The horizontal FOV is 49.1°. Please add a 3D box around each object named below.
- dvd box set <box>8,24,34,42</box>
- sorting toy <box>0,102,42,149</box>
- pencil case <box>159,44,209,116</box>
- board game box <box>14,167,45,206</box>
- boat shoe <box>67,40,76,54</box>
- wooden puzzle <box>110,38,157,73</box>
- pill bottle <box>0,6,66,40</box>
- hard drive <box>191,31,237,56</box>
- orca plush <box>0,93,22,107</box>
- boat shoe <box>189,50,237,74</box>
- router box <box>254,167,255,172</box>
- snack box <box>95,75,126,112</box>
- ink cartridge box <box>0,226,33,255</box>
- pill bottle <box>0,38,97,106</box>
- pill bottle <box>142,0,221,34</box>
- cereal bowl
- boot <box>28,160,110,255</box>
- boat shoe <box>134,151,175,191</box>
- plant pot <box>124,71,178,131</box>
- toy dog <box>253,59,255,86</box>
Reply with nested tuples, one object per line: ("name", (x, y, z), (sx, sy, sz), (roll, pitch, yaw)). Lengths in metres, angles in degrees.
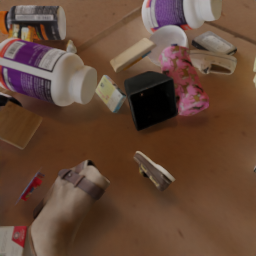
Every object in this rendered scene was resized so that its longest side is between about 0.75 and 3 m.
("dvd box set", (-3.763, -2.904, 9.703), (0.926, 0.186, 1.266), (14, 98, 18))
("sorting toy", (-3.125, -0.031, 7.809), (1.050, 0.368, 1.057), (27, 60, -5))
("pencil case", (1.660, -1.424, 8.411), (0.906, 0.947, 2.189), (-5, 68, -29))
("board game box", (-2.217, 1.396, 6.448), (0.211, 1.083, 0.856), (35, 49, -10))
("boat shoe", (-1.689, -2.377, 8.430), (0.286, 0.824, 0.292), (15, 77, -10))
("wooden puzzle", (0.144, -2.346, 9.095), (1.467, 0.295, 1.586), (-33, 24, 5))
("pill bottle", (-3.542, -3.885, 10.368), (2.269, 1.205, 1.205), (1, 53, 1))
("hard drive", (3.158, -3.018, 10.309), (0.958, 0.259, 1.371), (-31, 58, -21))
("orca plush", (-4.457, -0.814, 8.526), (2.528, 0.899, 1.330), (17, 9, 0))
("boat shoe", (2.677, -2.143, 9.435), (1.786, 0.633, 0.624), (14, 70, 14))
("router box", (4.407, 0.688, 7.345), (1.472, 0.504, 1.973), (29, 58, 20))
("snack box", (-0.551, -1.056, 8.600), (0.201, 0.629, 1.083), (-1, 43, -48))
("ink cartridge box", (-2.578, 2.570, 5.697), (1.184, 0.856, 0.860), (-2, 54, -1))
("pill bottle", (-2.436, -1.612, 8.399), (2.832, 1.593, 1.593), (18, 55, 12))
("pill bottle", (1.877, -4.154, 9.856), (2.514, 1.401, 1.401), (5, 48, 38))
("cereal bowl", (1.396, -2.743, 9.703), (1.453, 0.605, 1.453), (-8, 72, 25))
("boot", (-1.127, 1.680, 5.846), (1.800, 0.865, 2.461), (-41, 35, -3))
("boat shoe", (0.526, 1.035, 6.896), (0.443, 0.534, 1.487), (-50, 37, -5))
("plant pot", (0.535, -0.911, 8.103), (1.297, 1.294, 1.150), (-23, 40, -8))
("toy dog", (5.276, -1.826, 8.605), (2.340, 1.633, 2.269), (16, 67, 11))
